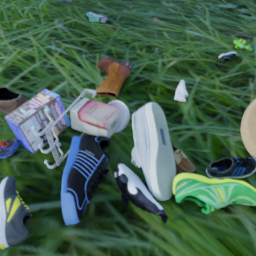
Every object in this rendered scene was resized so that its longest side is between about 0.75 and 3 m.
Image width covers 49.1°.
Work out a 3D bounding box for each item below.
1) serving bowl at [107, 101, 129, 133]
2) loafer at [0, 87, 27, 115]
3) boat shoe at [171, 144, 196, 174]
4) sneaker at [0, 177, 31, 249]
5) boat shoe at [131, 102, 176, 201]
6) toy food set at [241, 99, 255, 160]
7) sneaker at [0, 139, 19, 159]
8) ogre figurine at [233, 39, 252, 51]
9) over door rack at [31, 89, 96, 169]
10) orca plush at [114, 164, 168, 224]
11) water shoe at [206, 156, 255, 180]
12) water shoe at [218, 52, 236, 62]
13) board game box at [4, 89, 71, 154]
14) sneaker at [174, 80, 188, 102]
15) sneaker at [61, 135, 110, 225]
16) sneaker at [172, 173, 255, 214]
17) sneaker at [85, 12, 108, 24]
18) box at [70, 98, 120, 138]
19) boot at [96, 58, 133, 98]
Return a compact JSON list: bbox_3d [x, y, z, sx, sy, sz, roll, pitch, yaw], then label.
[{"bbox_3d":[-0.363,-0.315,8.822,1.044,0.343,1.044,-10,72,32],"label":"serving bowl"},{"bbox_3d":[-4.354,-1.103,9.485,2.470,0.877,0.902,15,47,15],"label":"loafer"},{"bbox_3d":[1.348,0.826,7.839,0.471,0.459,1.244,-32,53,-28],"label":"boat shoe"},{"bbox_3d":[-2.682,1.956,6.669,0.737,0.649,1.743,-5,54,-13],"label":"sneaker"},{"bbox_3d":[0.596,0.653,7.678,0.983,0.963,2.759,-24,58,34],"label":"boat shoe"},{"bbox_3d":[4.753,0.012,7.825,2.952,0.718,2.922,30,80,37],"label":"toy food set"},{"bbox_3d":[-3.832,0.591,7.946,1.416,0.555,0.533,-18,41,-17],"label":"sneaker"},{"bbox_3d":[5.057,-3.683,12.446,0.536,0.438,0.893,0,57,-25],"label":"ogre figurine"},{"bbox_3d":[-1.726,-0.025,7.926,0.686,1.521,2.059,29,54,26],"label":"over door rack"},{"bbox_3d":[0.181,1.735,7.006,1.906,0.678,1.003,39,12,25],"label":"orca plush"},{"bbox_3d":[2.842,1.041,7.488,1.461,0.577,0.522,-13,53,-7],"label":"water shoe"},{"bbox_3d":[4.228,-2.968,11.854,0.862,0.308,0.340,-15,74,-16],"label":"water shoe"},{"bbox_3d":[-2.599,-0.204,8.239,0.711,1.171,1.468,24,53,34],"label":"board game box"},{"bbox_3d":[1.974,-1.302,10.118,0.452,0.385,1.022,19,53,2],"label":"sneaker"},{"bbox_3d":[-1.013,1.169,7.166,1.042,0.938,2.674,-3,45,3],"label":"sneaker"},{"bbox_3d":[2.139,1.703,6.868,2.115,0.783,0.884,6,59,10],"label":"sneaker"},{"bbox_3d":[-1.641,-5.727,14.550,1.170,0.435,0.512,20,37,5],"label":"sneaker"},{"bbox_3d":[-0.983,-0.288,8.430,1.282,0.698,0.820,18,40,18],"label":"box"},{"bbox_3d":[-0.796,-1.851,10.629,1.591,0.579,1.690,16,60,20],"label":"boot"}]
